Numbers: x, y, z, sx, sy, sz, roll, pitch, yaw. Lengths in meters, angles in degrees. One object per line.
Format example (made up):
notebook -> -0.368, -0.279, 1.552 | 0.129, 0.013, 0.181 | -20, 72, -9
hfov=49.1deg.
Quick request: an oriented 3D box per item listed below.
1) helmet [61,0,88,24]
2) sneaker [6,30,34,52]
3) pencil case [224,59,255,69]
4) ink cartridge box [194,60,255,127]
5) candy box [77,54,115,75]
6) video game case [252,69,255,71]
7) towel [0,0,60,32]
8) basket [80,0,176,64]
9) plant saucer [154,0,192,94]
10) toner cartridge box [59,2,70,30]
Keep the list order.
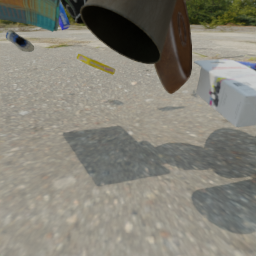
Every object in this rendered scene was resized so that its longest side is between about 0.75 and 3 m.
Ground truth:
helmet -> -0.934, -3.212, 6.298 | 1.424, 1.358, 1.424 | -19, 8, 3
sneaker -> -2.689, -2.137, 7.137 | 0.361, 0.326, 0.846 | 31, 4, 25
pencil case -> 5.922, -3.156, 14.918 | 0.897, 0.806, 2.064 | 10, 11, -43
ink cartridge box -> 2.298, -0.834, 6.035 | 1.158, 0.683, 2.012 | -5, 32, -16
candy box -> -0.803, -1.552, 6.748 | 0.648, 0.167, 1.267 | 15, 13, -27
video game case -> 3.315, -1.329, 7.384 | 1.382, 0.195, 1.530 | 11, 10, -38
towel -> -2.667, -2.938, 6.626 | 2.066, 0.306, 2.817 | 8, 3, -16
basket -> 0.228, -2.266, 4.742 | 1.580, 1.753, 1.192 | 30, -12, -35
plant saucer -> 1.092, -2.318, 6.743 | 0.507, 2.945, 2.945 | -5, 20, 24
toner cartridge box -> -2.528, -4.284, 10.315 | 0.259, 1.199, 0.570 | -25, 12, -16
